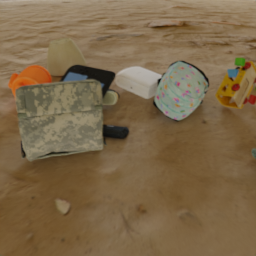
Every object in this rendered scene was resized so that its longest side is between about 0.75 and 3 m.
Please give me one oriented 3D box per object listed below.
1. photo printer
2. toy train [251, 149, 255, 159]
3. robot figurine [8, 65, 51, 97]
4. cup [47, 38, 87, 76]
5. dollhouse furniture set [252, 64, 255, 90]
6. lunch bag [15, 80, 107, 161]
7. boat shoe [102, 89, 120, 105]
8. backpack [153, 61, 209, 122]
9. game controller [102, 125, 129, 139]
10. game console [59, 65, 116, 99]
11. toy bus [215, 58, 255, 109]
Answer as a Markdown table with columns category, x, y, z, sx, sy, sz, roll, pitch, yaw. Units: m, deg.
| category | x | y | z | sx | sy | sz | roll | pitch | yaw |
| --- | --- | --- | --- | --- | --- | --- | --- | --- | --- |
| photo printer | 0.575 | -2.339 | 13.875 | 2.214 | 0.769 | 1.842 | 28 | 39 | 28 |
| toy train | 4.277 | 0.709 | 8.337 | 0.638 | 1.496 | 0.853 | -15 | 54 | -12 |
| robot figurine | -4.433 | -2.024 | 12.941 | 1.782 | 1.444 | 2.477 | -19 | 29 | 15 |
| cup | -3.652 | -4.137 | 15.896 | 2.275 | 1.627 | 2.275 | -7 | 32 | 4 |
| dollhouse furniture set | 6.538 | -2.598 | 13.851 | 0.677 | 1.349 | 0.884 | -31 | 46 | -28 |
| lunch bag | -2.204 | -0.235 | 9.268 | 2.826 | 2.370 | 1.969 | -7 | 3 | -14 |
| boat shoe | -1.378 | -1.437 | 12.599 | 2.211 | 0.825 | 0.688 | 8 | 19 | 25 |
| backpack | 2.180 | -1.612 | 11.744 | 2.278 | 1.728 | 2.729 | 30 | 46 | 7 |
| game controller | -0.761 | 0.112 | 10.687 | 1.563 | 0.329 | 0.815 | 8 | 18 | 11 |
| game console | -2.095 | -1.582 | 12.094 | 2.395 | 0.420 | 2.708 | 13 | 62 | 26 |
| toy bus | 4.755 | -2.011 | 12.272 | 2.301 | 2.171 | 1.189 | -16 | 21 | -36 |
